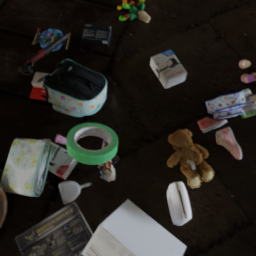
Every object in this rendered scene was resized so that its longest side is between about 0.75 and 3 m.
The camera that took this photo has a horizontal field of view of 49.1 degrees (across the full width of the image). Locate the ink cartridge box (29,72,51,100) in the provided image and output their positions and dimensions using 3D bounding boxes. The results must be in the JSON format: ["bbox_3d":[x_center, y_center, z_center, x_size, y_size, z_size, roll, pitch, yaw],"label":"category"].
[{"bbox_3d":[-3.511,-1.783,12.181,1.366,0.305,1.204,8,64,4],"label":"ink cartridge box"}]

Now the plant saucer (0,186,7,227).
[{"bbox_3d":[-5.383,2.939,9.728,2.513,0.403,2.513,-1,67,3],"label":"plant saucer"}]

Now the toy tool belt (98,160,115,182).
[{"bbox_3d":[-0.843,1.567,10.178,0.599,0.975,0.609,-8,48,8],"label":"toy tool belt"}]

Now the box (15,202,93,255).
[{"bbox_3d":[-2.333,3.850,9.349,2.243,0.542,1.777,-31,68,-14],"label":"box"}]

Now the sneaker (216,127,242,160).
[{"bbox_3d":[3.841,0.665,10.881,0.708,0.510,1.355,-13,66,-7],"label":"sneaker"}]

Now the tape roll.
[{"bbox_3d":[-1.273,0.526,9.989,1.807,0.434,1.807,6,38,-5],"label":"tape roll"}]

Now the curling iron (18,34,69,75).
[{"bbox_3d":[-3.792,-3.377,12.828,0.717,0.370,2.892,36,71,31],"label":"curling iron"}]

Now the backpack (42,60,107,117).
[{"bbox_3d":[-1.968,-1.441,11.131,2.230,1.710,1.960,17,48,15],"label":"backpack"}]

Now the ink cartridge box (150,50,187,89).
[{"bbox_3d":[1.767,-2.606,12.398,1.047,0.604,1.443,-24,67,-11],"label":"ink cartridge box"}]

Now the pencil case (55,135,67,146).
[{"bbox_3d":[-2.443,0.517,10.881,0.789,0.345,0.345,21,63,-18],"label":"pencil case"}]

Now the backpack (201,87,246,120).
[{"bbox_3d":[3.930,-0.953,11.168,1.492,1.421,1.149,-19,83,-9],"label":"backpack"}]

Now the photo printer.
[{"bbox_3d":[1.691,2.554,9.414,0.539,1.551,1.291,-9,66,-1],"label":"photo printer"}]

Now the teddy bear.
[{"bbox_3d":[2.303,1.168,10.631,1.629,0.750,2.247,-43,79,-10],"label":"teddy bear"}]

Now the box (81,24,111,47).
[{"bbox_3d":[-1.491,-4.390,13.314,1.273,0.502,0.899,7,68,4],"label":"box"}]

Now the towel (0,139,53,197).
[{"bbox_3d":[-3.689,1.376,10.192,1.770,0.498,2.067,1,70,29],"label":"towel"}]

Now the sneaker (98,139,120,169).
[{"bbox_3d":[-0.670,0.953,10.813,0.802,0.525,1.389,10,74,-1],"label":"sneaker"}]

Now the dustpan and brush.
[{"bbox_3d":[-1.896,2.234,10.214,1.134,0.324,0.791,-15,94,-10],"label":"dustpan and brush"}]

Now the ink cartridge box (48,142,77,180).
[{"bbox_3d":[-2.689,1.221,10.595,1.276,0.534,0.921,26,66,15],"label":"ink cartridge box"}]

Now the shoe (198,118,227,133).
[{"bbox_3d":[3.413,-0.234,11.382,1.133,0.405,0.515,-22,70,-6],"label":"shoe"}]

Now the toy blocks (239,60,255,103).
[{"bbox_3d":[5.643,-2.164,11.844,1.679,1.512,1.796,-14,98,12],"label":"toy blocks"}]

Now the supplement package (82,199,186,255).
[{"bbox_3d":[0.234,3.707,8.495,2.399,1.869,1.330,36,113,15],"label":"supplement package"}]

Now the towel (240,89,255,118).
[{"bbox_3d":[5.019,-1.052,11.895,0.918,0.189,1.230,-16,66,-7],"label":"towel"}]

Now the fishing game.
[{"bbox_3d":[-3.643,-4.186,13.258,1.707,0.265,1.222,14,77,6],"label":"fishing game"}]

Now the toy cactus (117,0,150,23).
[{"bbox_3d":[0.426,-5.860,13.894,1.581,0.980,1.917,36,61,6],"label":"toy cactus"}]
